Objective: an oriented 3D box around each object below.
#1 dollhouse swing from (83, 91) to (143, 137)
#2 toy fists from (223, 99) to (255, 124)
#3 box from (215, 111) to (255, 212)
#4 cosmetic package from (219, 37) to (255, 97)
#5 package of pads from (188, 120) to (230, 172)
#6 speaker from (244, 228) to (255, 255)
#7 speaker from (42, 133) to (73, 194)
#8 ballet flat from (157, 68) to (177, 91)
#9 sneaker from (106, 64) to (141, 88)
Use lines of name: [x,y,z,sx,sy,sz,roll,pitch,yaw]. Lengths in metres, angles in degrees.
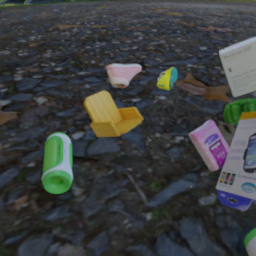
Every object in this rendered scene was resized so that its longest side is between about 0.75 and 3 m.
dollhouse swing: [-0.433,-0.506,8.187,1.182,1.144,1.301,-3,19,39]
toy fists: [4.661,-0.657,10.410,1.443,0.974,2.832,-16,6,-15]
box: [2.977,0.767,6.657,0.511,2.462,1.466,23,-8,-15]
cosmetic package: [4.899,-2.572,11.801,1.604,1.917,1.595,-18,14,24]
package of pads: [2.211,0.474,7.484,0.736,1.221,0.462,-33,4,-12]
speaker: [4.193,3.909,7.104,1.237,1.237,2.798,-8,35,-11]
speaker: [-2.762,1.301,11.023,1.164,1.164,2.633,-6,35,-9]
ballet flat: [1.232,-1.592,8.983,0.520,0.519,1.552,1,26,17]
sneaker: [-0.097,-1.927,10.572,0.634,0.880,1.684,-11,1,43]
